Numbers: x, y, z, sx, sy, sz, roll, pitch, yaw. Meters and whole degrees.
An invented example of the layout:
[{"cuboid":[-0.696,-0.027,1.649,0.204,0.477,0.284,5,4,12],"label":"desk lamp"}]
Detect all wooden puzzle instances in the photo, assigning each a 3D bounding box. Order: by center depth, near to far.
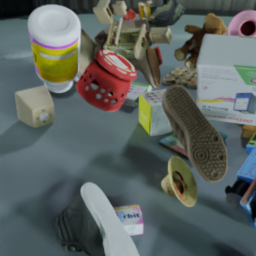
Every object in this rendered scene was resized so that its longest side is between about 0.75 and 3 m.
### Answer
[{"cuboid":[-1.599,-2.618,9.767,0.266,2.274,1.534,-9,37,48],"label":"wooden puzzle"}]

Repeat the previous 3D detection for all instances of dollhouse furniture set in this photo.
[{"cuboid":[0.076,-2.731,7.932,1.810,1.601,1.006,9,68,28],"label":"dollhouse furniture set"},{"cuboid":[0.403,-3.393,10.691,1.290,2.396,0.975,-13,9,-6],"label":"dollhouse furniture set"}]

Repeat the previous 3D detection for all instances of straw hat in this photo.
[{"cuboid":[1.243,1.515,7.558,0.607,1.434,1.434,-31,13,32],"label":"straw hat"}]

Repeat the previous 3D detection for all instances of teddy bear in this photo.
[{"cuboid":[2.751,-3.272,10.789,1.558,2.149,0.717,26,14,14],"label":"teddy bear"}]

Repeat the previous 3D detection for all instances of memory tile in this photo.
[{"cuboid":[3.271,-2.893,15.805,2.051,0.225,2.675,15,33,24],"label":"memory tile"}]

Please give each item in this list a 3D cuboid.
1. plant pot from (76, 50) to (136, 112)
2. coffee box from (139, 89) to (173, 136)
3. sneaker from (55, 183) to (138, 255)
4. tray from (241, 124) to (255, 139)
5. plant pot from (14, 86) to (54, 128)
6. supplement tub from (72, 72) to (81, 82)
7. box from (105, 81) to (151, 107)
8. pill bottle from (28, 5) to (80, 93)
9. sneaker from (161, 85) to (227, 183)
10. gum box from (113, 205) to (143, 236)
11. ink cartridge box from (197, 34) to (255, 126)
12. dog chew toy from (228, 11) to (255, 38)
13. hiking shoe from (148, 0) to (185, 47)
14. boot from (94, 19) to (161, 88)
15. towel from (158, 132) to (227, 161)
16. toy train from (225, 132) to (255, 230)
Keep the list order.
[{"cuboid":[-0.493,-1.222,7.063,1.283,1.168,1.283,28,27,-16],"label":"plant pot"},{"cuboid":[1.186,-0.602,10.674,1.265,1.279,1.277,-10,31,-16],"label":"coffee box"},{"cuboid":[-0.665,2.495,5.820,0.868,1.217,2.454,16,37,-57],"label":"sneaker"},{"cuboid":[5.235,-0.195,10.844,1.158,0.435,2.348,16,33,26],"label":"tray"},{"cuboid":[-3.581,-0.748,11.092,1.282,1.283,1.136,-22,46,-33],"label":"plant pot"},{"cuboid":[-3.017,-3.131,15.209,1.660,1.201,1.201,11,31,19],"label":"supplement tub"},{"cuboid":[0.043,-1.712,13.572,1.575,0.397,2.182,13,33,21],"label":"box"},{"cuboid":[-2.079,-2.112,8.136,1.322,2.537,1.322,5,61,-9],"label":"pill bottle"},{"cuboid":[1.238,0.095,5.320,0.678,1.925,0.727,-24,-5,-3],"label":"sneaker"},{"cuboid":[-0.175,2.216,6.638,1.085,0.359,0.616,-4,30,-8],"label":"gum box"},{"cuboid":[2.984,-1.248,7.983,1.898,2.611,1.143,10,65,18],"label":"ink cartridge box"},{"cuboid":[3.737,-3.058,8.851,1.088,1.088,1.747,10,16,18],"label":"dog chew toy"},{"cuboid":[0.948,-4.301,11.478,2.680,1.349,1.015,-43,11,8],"label":"hiking shoe"},{"cuboid":[-0.127,-2.363,9.462,2.067,0.993,2.828,-15,68,20],"label":"boot"},{"cuboid":[2.317,0.425,9.945,2.109,0.229,1.547,-25,37,-36],"label":"towel"},{"cuboid":[3.623,1.134,6.955,2.984,1.293,1.705,-47,29,-23],"label":"toy train"}]
